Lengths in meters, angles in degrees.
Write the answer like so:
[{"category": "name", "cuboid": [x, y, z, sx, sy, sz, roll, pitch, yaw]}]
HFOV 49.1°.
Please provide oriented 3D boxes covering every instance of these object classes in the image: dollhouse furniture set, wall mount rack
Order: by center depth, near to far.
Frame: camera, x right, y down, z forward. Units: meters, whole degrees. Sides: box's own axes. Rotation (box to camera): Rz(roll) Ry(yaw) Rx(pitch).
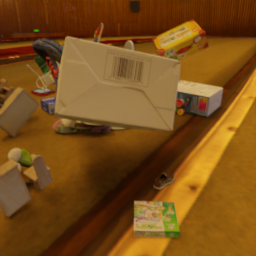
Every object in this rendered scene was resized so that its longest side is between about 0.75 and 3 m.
[{"category": "dollhouse furniture set", "cuboid": [-3.748, 1.176, 7.616, 2.500, 1.221, 2.132, 19, 41, 34]}, {"category": "dollhouse furniture set", "cuboid": [-5.272, -0.936, 11.943, 2.571, 2.253, 1.708, 22, 69, 41]}, {"category": "wall mount rack", "cuboid": [-3.774, -2.506, 12.898, 1.644, 1.428, 0.613, -29, 9, 12]}]

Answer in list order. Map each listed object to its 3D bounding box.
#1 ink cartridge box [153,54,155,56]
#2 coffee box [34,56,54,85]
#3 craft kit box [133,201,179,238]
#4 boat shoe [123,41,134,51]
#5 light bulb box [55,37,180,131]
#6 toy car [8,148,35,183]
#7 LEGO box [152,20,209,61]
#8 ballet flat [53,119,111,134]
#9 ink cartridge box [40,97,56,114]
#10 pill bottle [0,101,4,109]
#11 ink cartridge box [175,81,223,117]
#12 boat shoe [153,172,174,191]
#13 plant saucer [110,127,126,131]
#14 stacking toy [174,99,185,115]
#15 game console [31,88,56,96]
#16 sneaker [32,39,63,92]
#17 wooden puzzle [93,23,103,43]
[{"category": "ink cartridge box", "cuboid": [0.959, -2.980, 12.914, 0.857, 0.499, 0.289, -26, 27, 14]}, {"category": "coffee box", "cuboid": [-3.790, -2.943, 13.821, 0.950, 1.545, 0.340, -19, 36, 9]}, {"category": "craft kit box", "cuboid": [0.665, 2.243, 6.920, 1.070, 0.260, 1.057, 0, 27, 1]}, {"category": "boat shoe", "cuboid": [0.158, -3.727, 14.610, 0.610, 1.693, 0.600, 27, 42, 35]}, {"category": "light bulb box", "cuboid": [-0.520, -0.989, 7.962, 2.930, 1.844, 2.956, 9, -1, -15]}, {"category": "toy car", "cuboid": [-3.269, 1.206, 8.421, 0.821, 0.959, 1.095, -26, 57, 22]}, {"category": "LEGO box", "cuboid": [1.731, -2.881, 9.491, 1.573, 0.607, 1.171, -23, 40, 9]}, {"category": "ballet flat", "cuboid": [-1.912, -0.238, 11.537, 2.444, 0.870, 0.845, 2, 58, 0]}, {"category": "ink cartridge box", "cuboid": [-3.220, -1.322, 14.527, 2.327, 0.514, 1.094, -17, 28, -33]}, {"category": "pill bottle", "cuboid": [-6.322, -1.252, 13.846, 1.788, 0.950, 0.950, 0, 24, -1]}, {"category": "ink cartridge box", "cuboid": [3.106, -1.617, 14.439, 2.899, 1.107, 1.978, 19, 30, 32]}, {"category": "boat shoe", "cuboid": [1.112, 1.517, 8.386, 0.346, 0.346, 0.936, 17, 29, 33]}, {"category": "plant saucer", "cuboid": [-0.499, -0.418, 12.619, 1.729, 0.434, 1.729, 0, 24, 0]}, {"category": "stacking toy", "cuboid": [2.457, -1.034, 13.716, 0.699, 0.772, 0.326, 8, 15, 42]}, {"category": "game console", "cuboid": [-5.142, -2.194, 16.887, 1.200, 0.186, 1.061, 17, 30, 33]}, {"category": "sneaker", "cuboid": [-2.189, -1.822, 9.536, 1.165, 2.970, 1.119, -47, 1, -17]}, {"category": "wooden puzzle", "cuboid": [-1.156, -3.281, 10.269, 0.208, 0.897, 0.831, 11, -5, -18]}]
